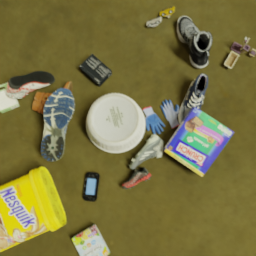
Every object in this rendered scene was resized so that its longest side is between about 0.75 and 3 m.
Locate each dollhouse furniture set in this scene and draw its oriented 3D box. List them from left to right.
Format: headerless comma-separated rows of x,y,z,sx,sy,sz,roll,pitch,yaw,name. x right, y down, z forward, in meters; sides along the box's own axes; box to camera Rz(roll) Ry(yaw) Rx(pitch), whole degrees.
4.364,-2.806,10.738,0.959,0.859,1.210,32,80,6,dollhouse furniture set

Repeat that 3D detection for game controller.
-1.326,2.112,10.050,0.537,0.217,1.029,6,78,1,game controller

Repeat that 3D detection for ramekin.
-0.479,-0.223,10.107,2.233,1.040,2.233,0,78,1,ramekin

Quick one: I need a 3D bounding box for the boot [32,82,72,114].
-2.848,-1.163,10.599,1.216,0.601,1.566,17,84,10,boot

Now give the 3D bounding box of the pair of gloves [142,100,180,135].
1.296,-0.419,10.604,1.457,0.166,1.171,-21,79,-3,pair of gloves

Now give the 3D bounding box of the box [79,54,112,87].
-1.255,-2.224,10.847,1.047,0.413,0.739,42,79,7,box

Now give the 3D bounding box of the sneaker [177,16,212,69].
2.571,-3.497,10.659,0.855,1.289,2.265,-19,79,-4,sneaker

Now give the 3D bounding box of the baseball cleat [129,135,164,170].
0.736,0.998,10.124,0.825,0.540,1.550,37,85,0,baseball cleat

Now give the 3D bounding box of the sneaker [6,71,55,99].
-3.736,-1.613,10.629,1.784,0.956,0.596,-21,79,-41,sneaker

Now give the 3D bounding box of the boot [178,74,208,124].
2.400,-0.989,10.334,0.733,0.910,2.014,16,79,3,boot

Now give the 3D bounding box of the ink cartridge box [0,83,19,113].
-4.692,-1.151,10.713,0.717,0.236,0.985,-23,79,-5,ink cartridge box

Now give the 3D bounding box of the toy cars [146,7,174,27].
1.345,-4.428,11.340,1.338,0.296,0.600,-39,39,-8,toy cars

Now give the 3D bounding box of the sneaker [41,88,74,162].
-2.585,-0.149,9.941,0.989,1.093,2.566,14,89,-16,sneaker

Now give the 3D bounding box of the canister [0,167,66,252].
-3.833,2.860,9.392,2.875,1.244,2.135,-24,79,-3,canister

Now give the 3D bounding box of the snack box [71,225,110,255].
-1.272,4.020,9.578,0.906,0.364,1.074,-30,81,-7,snack box

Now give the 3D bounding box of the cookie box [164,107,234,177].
2.443,0.474,9.899,1.619,0.711,1.893,34,97,5,cookie box

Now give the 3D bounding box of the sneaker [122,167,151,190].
0.235,1.772,9.989,1.128,0.399,0.551,-26,93,-7,sneaker
